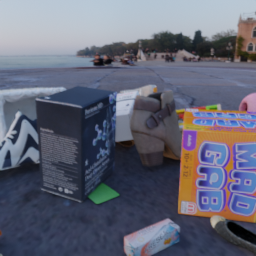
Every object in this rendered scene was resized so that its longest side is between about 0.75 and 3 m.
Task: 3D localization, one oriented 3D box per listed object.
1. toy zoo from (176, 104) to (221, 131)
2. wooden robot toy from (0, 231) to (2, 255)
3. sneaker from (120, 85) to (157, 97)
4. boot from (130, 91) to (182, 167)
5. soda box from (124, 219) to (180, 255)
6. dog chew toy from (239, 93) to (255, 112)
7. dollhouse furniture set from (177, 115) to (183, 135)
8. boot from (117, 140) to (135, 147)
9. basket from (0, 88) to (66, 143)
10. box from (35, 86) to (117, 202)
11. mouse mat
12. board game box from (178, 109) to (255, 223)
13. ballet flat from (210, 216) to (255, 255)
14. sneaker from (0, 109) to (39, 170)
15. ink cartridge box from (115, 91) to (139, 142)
[{"bbox_3d":[2.287,-0.079,10.140,2.149,0.220,1.410,-6,58,21],"label":"toy zoo"},{"bbox_3d":[-2.531,1.912,4.835,1.903,0.838,0.863,10,9,29],"label":"wooden robot toy"},{"bbox_3d":[0.192,-1.211,11.604,1.124,0.925,2.444,10,-16,-32],"label":"sneaker"},{"bbox_3d":[1.243,-0.070,8.663,1.031,2.147,2.936,3,8,43],"label":"boot"},{"bbox_3d":[0.441,2.027,5.089,1.039,0.330,0.355,-11,20,-31],"label":"soda box"},{"bbox_3d":[6.285,-0.678,12.325,2.545,1.585,1.585,6,16,-5],"label":"dog chew toy"},{"bbox_3d":[2.332,0.040,10.936,0.990,0.694,0.698,12,34,7],"label":"dollhouse furniture set"},{"bbox_3d":[-0.401,0.343,10.219,1.432,0.528,1.108,6,10,5],"label":"boot"},{"bbox_3d":[-3.311,-0.256,9.514,2.241,2.221,1.802,-10,17,-30],"label":"basket"},{"bbox_3d":[-1.224,0.296,7.086,1.265,2.362,1.753,10,22,21],"label":"box"},{"bbox_3d":[-0.721,1.618,7.001,0.723,0.034,0.898,-13,22,-36],"label":"mouse mat"},{"bbox_3d":[2.230,0.739,6.532,1.958,1.956,1.956,4,17,12],"label":"board game box"},{"bbox_3d":[2.200,1.966,5.081,0.522,0.446,1.569,-12,21,-36],"label":"ballet flat"},{"bbox_3d":[-3.408,0.328,8.028,2.555,1.662,1.020,-10,-4,-25],"label":"sneaker"},{"bbox_3d":[-0.451,-0.392,9.428,1.579,0.920,2.182,-8,23,13],"label":"ink cartridge box"}]
